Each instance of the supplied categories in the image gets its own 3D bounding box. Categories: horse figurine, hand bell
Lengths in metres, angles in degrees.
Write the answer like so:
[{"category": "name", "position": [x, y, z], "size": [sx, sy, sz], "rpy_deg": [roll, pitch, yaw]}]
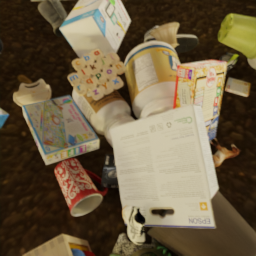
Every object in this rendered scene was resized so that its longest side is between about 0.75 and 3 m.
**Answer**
[{"category": "horse figurine", "position": [2.994, 0.912, 9.628], "size": [1.566, 0.391, 1.038], "rpy_deg": [-34, 70, -28]}, {"category": "hand bell", "position": [1.790, -2.889, 11.369], "size": [1.220, 1.220, 2.343], "rpy_deg": [-17, 92, -10]}]

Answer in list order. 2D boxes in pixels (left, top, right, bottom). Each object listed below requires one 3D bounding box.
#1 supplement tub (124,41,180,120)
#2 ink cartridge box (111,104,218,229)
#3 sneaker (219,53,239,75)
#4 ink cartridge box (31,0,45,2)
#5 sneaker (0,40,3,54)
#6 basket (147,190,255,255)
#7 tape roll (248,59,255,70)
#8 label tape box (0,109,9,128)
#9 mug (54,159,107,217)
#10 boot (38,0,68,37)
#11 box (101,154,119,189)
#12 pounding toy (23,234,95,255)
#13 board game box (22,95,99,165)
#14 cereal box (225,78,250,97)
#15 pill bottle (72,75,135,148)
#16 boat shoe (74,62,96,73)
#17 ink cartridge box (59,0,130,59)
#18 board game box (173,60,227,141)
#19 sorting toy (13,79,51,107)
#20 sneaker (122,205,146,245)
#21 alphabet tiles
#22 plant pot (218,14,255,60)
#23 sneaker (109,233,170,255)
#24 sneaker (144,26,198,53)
[{"category": "supplement tub", "position": [1.066, -1.421, 10.084], "size": [2.090, 2.090, 2.889], "rpy_deg": [-8, 58, -5]}, {"category": "ink cartridge box", "position": [0.853, 1.089, 7.361], "size": [0.616, 2.795, 2.846], "rpy_deg": [-2, 80, -49]}, {"category": "sneaker", "position": [4.087, -2.713, 11.879], "size": [0.596, 0.544, 1.472], "rpy_deg": [34, 56, 26]}, {"category": "ink cartridge box", "position": [-3.915, -7.685, 14.204], "size": [2.302, 1.681, 1.689], "rpy_deg": [-3, 60, -2]}, {"category": "sneaker", "position": [-6.465, -2.724, 11.731], "size": [1.319, 0.994, 2.822], "rpy_deg": [6, 62, 32]}, {"category": "basket", "position": [2.267, 2.936, 7.638], "size": [2.649, 1.801, 2.388], "rpy_deg": [41, 77, 18]}, {"category": "tape roll", "position": [5.845, -3.111, 11.867], "size": [1.253, 0.860, 1.253], "rpy_deg": [0, 58, 0]}, {"category": "label tape box", "position": [-5.101, -0.409, 9.301], "size": [1.782, 0.589, 1.277], "rpy_deg": [34, 98, 6]}, {"category": "mug", "position": [-1.534, 1.843, 8.877], "size": [1.041, 1.385, 1.560], "rpy_deg": [-46, 57, 12]}, {"category": "boot", "position": [-3.053, -5.471, 13.467], "size": [2.065, 0.824, 2.271], "rpy_deg": [-21, 54, -14]}, {"category": "box", "position": [-0.353, 1.438, 9.254], "size": [0.946, 0.257, 1.180], "rpy_deg": [5, 46, 1]}, {"category": "pounding toy", "position": [-1.112, 4.004, 6.862], "size": [1.708, 2.211, 2.402], "rpy_deg": [-28, 62, -3]}, {"category": "board game box", "position": [-2.376, -0.051, 9.642], "size": [1.809, 0.461, 2.691], "rpy_deg": [-16, 46, -25]}, {"category": "cereal box", "position": [4.448, -1.655, 11.365], "size": [0.902, 0.178, 0.649], "rpy_deg": [19, 60, 11]}, {"category": "pill bottle", "position": [-0.760, -0.588, 9.930], "size": [1.481, 1.481, 2.589], "rpy_deg": [-29, 62, -17]}, {"category": "boat shoe", "position": [-1.668, -2.321, 10.929], "size": [1.671, 0.564, 0.602], "rpy_deg": [2, 50, 54]}, {"category": "ink cartridge box", "position": [-1.278, -4.291, 11.629], "size": [1.745, 1.754, 2.390], "rpy_deg": [-7, 48, 31]}, {"category": "board game box", "position": [2.131, -0.680, 8.485], "size": [0.589, 2.542, 1.926], "rpy_deg": [21, 27, 39]}, {"category": "sorting toy", "position": [-3.716, -1.434, 10.981], "size": [1.380, 0.737, 1.242], "rpy_deg": [-15, 52, -9]}, {"category": "sneaker", "position": [0.242, 2.521, 7.168], "size": [0.506, 1.154, 0.436], "rpy_deg": [-10, 19, 37]}, {"category": "alphabet tiles", "position": [-1.073, -1.870, 9.692], "size": [1.917, 0.140, 1.875], "rpy_deg": [-31, 68, -8]}, {"category": "plant pot", "position": [4.509, -3.743, 11.096], "size": [1.545, 1.681, 1.681], "rpy_deg": [13, 58, -9]}, {"category": "sneaker", "position": [0.850, 3.620, 7.655], "size": [2.937, 1.129, 1.301], "rpy_deg": [14, 49, 5]}, {"category": "sneaker", "position": [1.856, -4.092, 12.451], "size": [2.376, 0.897, 1.367], "rpy_deg": [-5, 60, -1]}]
